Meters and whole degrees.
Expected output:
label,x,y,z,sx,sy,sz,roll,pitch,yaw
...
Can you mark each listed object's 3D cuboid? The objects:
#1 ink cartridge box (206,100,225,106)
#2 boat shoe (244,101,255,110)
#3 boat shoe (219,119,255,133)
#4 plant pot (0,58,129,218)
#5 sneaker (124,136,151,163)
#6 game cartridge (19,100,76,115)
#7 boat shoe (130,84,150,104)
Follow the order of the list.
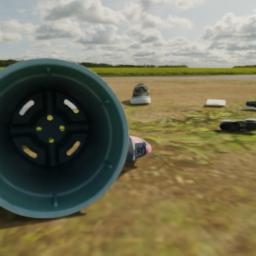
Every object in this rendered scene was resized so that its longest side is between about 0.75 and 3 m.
label,x,y,z,sx,sy,sz,roll,pitch,yaw
ink cartridge box,4.133,-1.109,13.192,0.833,0.258,1.028,5,21,19
boat shoe,6.181,-1.069,11.689,2.424,0.731,0.916,4,13,16
boat shoe,3.147,-0.032,7.898,1.133,0.389,0.321,0,16,30
plant pot,-1.163,0.087,4.238,1.926,1.926,1.886,-3,4,-16
sneaker,0.164,0.363,5.087,0.532,0.455,1.297,4,6,3
game cartridge,-2.423,-0.489,6.959,1.865,0.573,2.801,0,12,38
boat shoe,0.586,-1.801,14.448,0.997,0.981,2.766,-1,12,-3
